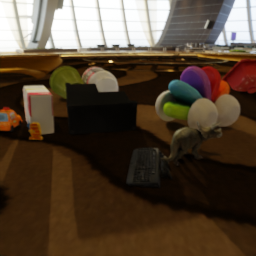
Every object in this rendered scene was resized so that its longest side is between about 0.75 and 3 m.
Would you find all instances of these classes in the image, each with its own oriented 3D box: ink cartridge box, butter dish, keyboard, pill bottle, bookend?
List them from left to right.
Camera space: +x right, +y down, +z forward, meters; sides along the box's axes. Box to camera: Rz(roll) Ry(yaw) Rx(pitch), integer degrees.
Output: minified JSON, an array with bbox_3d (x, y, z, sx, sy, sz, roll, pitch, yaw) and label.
[{"bbox_3d":[-3.049,-0.660,9.460,0.747,1.300,1.791,-6,20,-24],"label":"ink cartridge box"},{"bbox_3d":[-1.038,-0.793,9.781,2.193,1.017,2.207,-4,28,-13],"label":"bookend"},{"bbox_3d":[-1.319,-2.048,13.330,1.419,1.419,2.564,-6,19,-18],"label":"pill bottle"},{"bbox_3d":[0.530,0.792,6.715,0.983,0.374,1.889,2,20,5],"label":"keyboard"},{"bbox_3d":[6.451,-2.559,15.005,2.051,1.520,2.056,0,-25,-18],"label":"butter dish"}]

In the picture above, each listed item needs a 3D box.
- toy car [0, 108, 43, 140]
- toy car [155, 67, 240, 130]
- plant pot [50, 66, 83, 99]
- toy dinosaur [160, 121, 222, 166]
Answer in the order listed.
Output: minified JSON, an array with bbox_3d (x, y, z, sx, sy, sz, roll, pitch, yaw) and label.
[{"bbox_3d":[-3.441,-0.231,9.130,2.184,0.727,1.071,7,21,23],"label":"toy car"},{"bbox_3d":[2.403,-1.112,9.698,2.692,2.019,2.356,-12,23,-31],"label":"toy car"},{"bbox_3d":[-2.748,-1.965,13.355,1.551,1.551,1.493,-11,34,-29],"label":"plant pot"},{"bbox_3d":[1.437,0.345,7.060,1.919,0.982,0.739,-9,21,-28],"label":"toy dinosaur"}]
